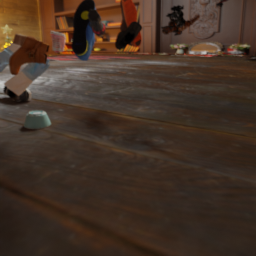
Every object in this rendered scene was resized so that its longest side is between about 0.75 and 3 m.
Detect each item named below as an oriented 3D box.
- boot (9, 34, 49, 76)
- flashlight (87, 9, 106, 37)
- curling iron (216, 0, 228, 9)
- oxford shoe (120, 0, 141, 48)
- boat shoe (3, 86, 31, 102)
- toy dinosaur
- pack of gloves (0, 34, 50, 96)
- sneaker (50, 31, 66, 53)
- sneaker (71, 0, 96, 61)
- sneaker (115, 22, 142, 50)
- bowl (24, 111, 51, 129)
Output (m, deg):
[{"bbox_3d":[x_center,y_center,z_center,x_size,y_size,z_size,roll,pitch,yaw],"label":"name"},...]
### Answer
[{"bbox_3d":[-2.785,-1.954,7.918,0.949,1.222,0.469,17,14,-7],"label":"boot"},{"bbox_3d":[-0.730,-2.420,6.444,0.343,0.344,1.013,12,0,4],"label":"flashlight"},{"bbox_3d":[2.852,-3.699,8.181,0.761,0.189,0.097,-36,-9,-19],"label":"curling iron"},{"bbox_3d":[-0.082,-4.745,12.652,0.857,2.350,0.838,19,51,34],"label":"oxford shoe"},{"bbox_3d":[-5.586,-1.718,13.687,2.071,0.765,0.625,23,23,32],"label":"boat shoe"},{"bbox_3d":[1.901,-3.960,10.425,1.473,1.000,0.752,-19,36,19],"label":"toy dinosaur"},{"bbox_3d":[-3.459,-2.092,8.925,1.717,1.443,0.339,-52,7,-25],"label":"pack of gloves"},{"bbox_3d":[-2.327,-2.810,9.269,0.430,0.597,1.141,13,6,-4],"label":"sneaker"},{"bbox_3d":[-1.209,-2.756,7.972,0.562,1.706,0.669,6,-5,12],"label":"sneaker"},{"bbox_3d":[-0.123,-3.874,12.163,0.660,0.789,1.738,33,-32,-17],"label":"sneaker"},{"bbox_3d":[-3.207,-0.323,9.833,0.909,0.476,0.909,-1,19,0],"label":"bowl"}]
